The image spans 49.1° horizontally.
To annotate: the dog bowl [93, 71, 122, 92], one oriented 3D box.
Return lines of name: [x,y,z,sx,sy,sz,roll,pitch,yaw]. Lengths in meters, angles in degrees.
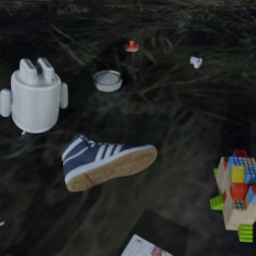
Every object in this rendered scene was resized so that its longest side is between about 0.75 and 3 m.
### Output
dog bowl: [-0.877,-2.020,12.153,1.280,0.375,1.280,0,40,0]

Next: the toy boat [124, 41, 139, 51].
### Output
toy boat: [0.189,-4.368,14.861,0.755,0.494,0.493,2,40,2]

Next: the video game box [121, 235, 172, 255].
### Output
video game box: [0.339,3.184,5.982,1.270,0.326,1.394,20,44,25]

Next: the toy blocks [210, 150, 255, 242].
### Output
toy blocks: [2.799,1.418,7.126,1.135,1.552,2.271,3,40,4]

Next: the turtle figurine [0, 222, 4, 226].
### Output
turtle figurine: [-2.742,3.283,5.080,2.038,1.371,2.722,15,56,37]

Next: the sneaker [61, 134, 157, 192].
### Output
sneaker: [-0.637,0.758,8.376,2.784,0.976,1.510,-17,45,-15]

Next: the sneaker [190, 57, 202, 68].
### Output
sneaker: [3.221,-3.165,13.572,0.501,0.327,0.871,18,38,21]

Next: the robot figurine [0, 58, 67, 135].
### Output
robot figurine: [-2.960,-0.905,9.013,2.189,2.581,1.457,-9,42,-32]
